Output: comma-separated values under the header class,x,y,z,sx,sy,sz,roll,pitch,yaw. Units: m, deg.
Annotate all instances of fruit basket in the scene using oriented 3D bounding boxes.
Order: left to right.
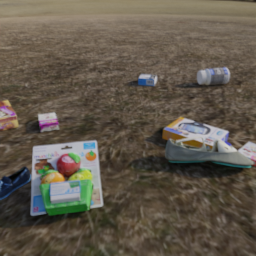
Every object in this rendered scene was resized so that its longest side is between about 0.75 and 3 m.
class,x,y,z,sx,sy,sz,roll,pitch,yaw
fruit basket,-1.511,1.128,6.795,1.657,0.839,1.789,-5,63,-7

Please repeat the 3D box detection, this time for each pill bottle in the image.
class,x,y,z,sx,sy,sz,roll,pitch,yaw
pill bottle,4.436,-2.686,14.673,1.486,0.846,0.846,-6,28,-8

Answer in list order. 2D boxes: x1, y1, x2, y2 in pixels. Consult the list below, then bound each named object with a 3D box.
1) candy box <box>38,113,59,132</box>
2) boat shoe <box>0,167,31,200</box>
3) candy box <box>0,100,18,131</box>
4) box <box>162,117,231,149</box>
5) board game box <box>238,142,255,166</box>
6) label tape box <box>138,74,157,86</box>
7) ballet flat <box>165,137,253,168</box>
class,x,y,z,sx,sy,sz,roll,pitch,yaw
candy box,-3.011,-0.219,10.558,0.680,0.304,0.997,-9,29,-16
boat shoe,-3.183,1.419,7.288,0.556,0.454,1.322,15,31,26
candy box,-4.984,-0.464,10.813,1.055,0.510,1.808,-15,30,-26
box,2.377,0.277,9.505,2.096,0.435,1.248,18,32,34
board game box,3.888,0.802,8.743,0.942,0.190,0.720,-24,36,-38
label tape box,1.076,-2.640,15.070,0.863,0.398,1.205,6,30,12
ballet flat,2.359,0.674,8.179,2.529,0.805,0.852,3,4,8
